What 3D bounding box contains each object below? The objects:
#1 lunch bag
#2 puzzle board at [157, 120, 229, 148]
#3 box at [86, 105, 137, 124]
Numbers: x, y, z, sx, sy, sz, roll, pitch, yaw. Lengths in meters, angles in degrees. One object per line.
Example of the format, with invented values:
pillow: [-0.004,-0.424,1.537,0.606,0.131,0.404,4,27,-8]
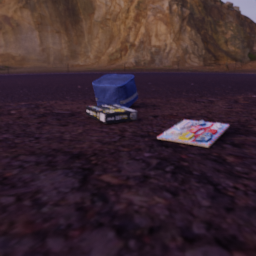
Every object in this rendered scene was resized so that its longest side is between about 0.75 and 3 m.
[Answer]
lunch bag: [-0.779,-1.981,15.819,2.475,1.638,1.682,10,35,34]
puzzle board: [2.412,0.096,10.151,1.847,0.213,2.451,9,20,32]
box: [-0.804,-0.671,12.930,1.643,0.500,2.038,-5,15,-31]
